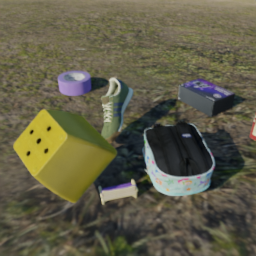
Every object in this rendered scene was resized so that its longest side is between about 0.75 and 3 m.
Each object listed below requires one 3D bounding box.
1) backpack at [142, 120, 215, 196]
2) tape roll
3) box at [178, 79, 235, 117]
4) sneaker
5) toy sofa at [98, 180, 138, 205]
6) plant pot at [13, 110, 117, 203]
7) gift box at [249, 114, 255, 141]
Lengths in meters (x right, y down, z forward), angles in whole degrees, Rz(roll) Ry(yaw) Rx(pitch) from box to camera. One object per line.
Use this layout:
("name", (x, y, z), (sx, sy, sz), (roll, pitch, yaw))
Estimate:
("backpack", (1.421, 0.980, 8.121), (1.872, 1.588, 2.109), (-6, 35, -10))
("tape roll", (-2.663, -2.239, 13.974), (1.574, 0.669, 1.574), (0, 32, 0))
("box", (3.474, -1.412, 12.603), (1.434, 0.801, 2.032), (-24, 40, -28))
("sneaker", (-0.631, -0.719, 9.993), (0.789, 1.057, 2.354), (-3, 58, 43))
("toy sofa", (-0.286, 1.761, 7.936), (1.053, 0.514, 0.436), (-9, 34, -12))
("plant pot", (-1.696, 0.552, 7.014), (1.777, 1.567, 1.777), (-49, 57, 2))
("gift box", (5.708, -0.413, 9.957), (2.006, 1.982, 2.148), (-21, 44, -27))
